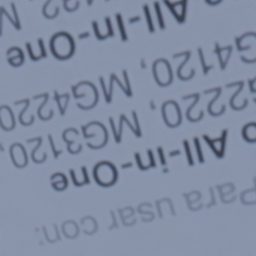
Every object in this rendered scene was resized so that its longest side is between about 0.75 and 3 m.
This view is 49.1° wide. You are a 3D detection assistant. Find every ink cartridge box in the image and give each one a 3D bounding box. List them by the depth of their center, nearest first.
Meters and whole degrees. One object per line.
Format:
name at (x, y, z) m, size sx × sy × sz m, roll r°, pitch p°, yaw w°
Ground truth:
ink cartridge box at (-0.148, -0.966, 1.401) m, size 1.232 × 2.955 × 2.146 m, roll -15°, pitch 4°, yaw 4°
